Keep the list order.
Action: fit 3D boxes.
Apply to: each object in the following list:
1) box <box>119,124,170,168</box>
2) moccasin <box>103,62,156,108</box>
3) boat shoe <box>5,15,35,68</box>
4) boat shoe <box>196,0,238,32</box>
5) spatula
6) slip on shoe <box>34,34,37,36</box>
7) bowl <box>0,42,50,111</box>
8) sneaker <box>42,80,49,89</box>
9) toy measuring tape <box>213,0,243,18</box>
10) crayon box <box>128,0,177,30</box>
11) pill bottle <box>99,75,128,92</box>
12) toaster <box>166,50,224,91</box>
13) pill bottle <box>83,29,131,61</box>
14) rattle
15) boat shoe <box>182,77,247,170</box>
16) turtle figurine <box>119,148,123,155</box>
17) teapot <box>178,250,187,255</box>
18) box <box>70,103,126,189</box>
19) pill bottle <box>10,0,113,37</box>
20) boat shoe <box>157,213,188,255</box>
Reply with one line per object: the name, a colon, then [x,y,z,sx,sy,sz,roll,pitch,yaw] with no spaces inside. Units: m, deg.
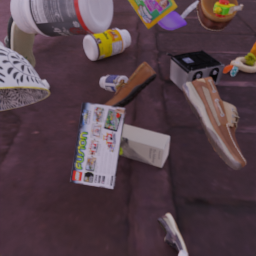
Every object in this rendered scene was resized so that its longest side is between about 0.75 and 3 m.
box: [0.210,0.453,8.033,1.849,0.760,0.632,14,40,19]
moccasin: [-0.039,-1.089,7.538,0.650,1.685,0.616,49,11,12]
boat shoe: [-3.315,-2.433,8.254,0.850,2.514,0.903,38,63,0]
boat shoe: [2.432,-3.395,7.889,0.990,0.989,2.813,18,49,2]
spatula: [2.276,-4.109,9.502,2.930,0.301,0.828,-31,65,-6]
slip on shoe: [-3.297,-3.056,8.963,1.276,0.485,0.387,-39,78,6]
bowl: [-2.911,-1.025,5.502,2.510,1.178,2.510,-11,-1,0]
sneaker: [-3.578,-1.736,11.094,1.033,0.381,0.597,35,48,23]
toy measuring tape: [2.190,-2.684,6.255,0.371,0.371,1.009,32,43,33]
crayon box: [0.495,-3.944,8.146,1.066,1.795,0.523,-33,22,16]
pill bottle: [-0.435,-1.334,8.404,0.867,0.481,0.481,13,38,39]
toaster: [2.626,-2.330,11.242,1.623,1.065,1.795,-14,41,-17]
pill bottle: [-0.955,-3.992,13.241,2.121,1.158,1.158,-25,45,-28]
rattle: [4.991,-2.963,11.978,1.743,1.245,1.135,-6,58,-17]
boat shoe: [1.927,-0.205,5.893,0.794,0.838,2.213,-26,67,7]
turtle figurine: [-0.800,0.714,7.682,1.339,0.535,1.661,-21,45,24]
teapot: [0.604,2.901,4.889,1.150,0.851,1.165,-6,40,-7]
box: [-0.617,0.359,5.837,0.916,1.665,0.289,9,-2,3]
pill bottle: [-1.608,-2.878,6.725,2.236,1.296,1.296,6,38,26]
boat shoe: [0.946,2.353,5.971,0.361,0.400,1.113,-18,43,-5]
